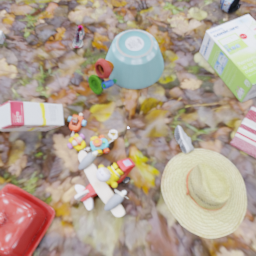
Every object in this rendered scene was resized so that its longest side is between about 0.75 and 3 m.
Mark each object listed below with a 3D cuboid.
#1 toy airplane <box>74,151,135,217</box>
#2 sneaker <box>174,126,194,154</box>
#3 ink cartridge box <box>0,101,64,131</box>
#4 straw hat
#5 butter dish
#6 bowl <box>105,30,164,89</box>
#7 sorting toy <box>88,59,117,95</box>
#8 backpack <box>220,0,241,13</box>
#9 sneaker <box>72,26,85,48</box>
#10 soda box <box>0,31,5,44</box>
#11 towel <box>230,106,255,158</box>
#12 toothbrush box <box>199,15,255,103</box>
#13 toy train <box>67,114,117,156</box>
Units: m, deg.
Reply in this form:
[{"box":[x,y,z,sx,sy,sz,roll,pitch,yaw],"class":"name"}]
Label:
[{"box":[-0.817,1.592,8.378,1.838,1.297,1.830,10,63,6],"class":"toy airplane"},{"box":[1.915,0.396,9.579,0.422,0.385,1.030,-7,65,-25],"class":"sneaker"},{"box":[-3.105,-0.323,8.813,1.760,1.277,0.734,-1,81,-45],"class":"ink cartridge box"},{"box":[2.434,1.711,8.372,2.871,1.215,2.871,0,63,1],"class":"straw hat"},{"box":[-3.385,2.620,7.767,1.947,1.443,1.952,26,65,12],"class":"butter dish"},{"box":[0.236,-2.781,10.666,2.382,1.246,2.382,0,64,0],"class":"bowl"},{"box":[-0.834,-1.809,9.966,0.606,1.476,0.887,-31,74,-37],"class":"sorting toy"},{"box":[4.516,-5.609,12.299,0.803,1.042,0.993,32,73,21],"class":"backpack"},{"box":[-2.085,-3.766,11.640,0.434,0.402,1.076,4,63,2],"class":"sneaker"},{"box":[-5.806,-3.804,11.674,1.173,0.373,0.399,4,63,3],"class":"soda box"},{"box":[4.552,0.201,9.719,1.362,0.215,1.891,31,65,17],"class":"towel"},{"box":[4.431,-2.672,10.623,2.052,1.213,2.818,-24,64,-12],"class":"toothbrush box"},{"box":[-1.359,0.178,9.546,1.860,0.517,1.397,18,65,10],"class":"toy train"}]
